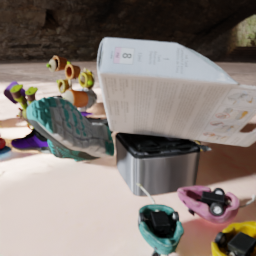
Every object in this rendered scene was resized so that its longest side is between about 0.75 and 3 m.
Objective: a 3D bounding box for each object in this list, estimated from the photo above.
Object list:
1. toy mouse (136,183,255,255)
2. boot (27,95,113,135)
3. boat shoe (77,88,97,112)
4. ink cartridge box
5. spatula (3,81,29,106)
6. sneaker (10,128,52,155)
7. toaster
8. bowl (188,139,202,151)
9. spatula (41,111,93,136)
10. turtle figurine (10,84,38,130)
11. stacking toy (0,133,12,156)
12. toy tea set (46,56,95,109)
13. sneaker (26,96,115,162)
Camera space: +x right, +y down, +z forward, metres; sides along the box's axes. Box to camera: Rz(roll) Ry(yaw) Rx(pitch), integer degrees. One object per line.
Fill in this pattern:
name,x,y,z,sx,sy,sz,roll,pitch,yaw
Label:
toy mouse,1.049,1.562,4.650,2.458,0.535,2.766,15,22,39
boot,-1.710,-0.420,9.114,2.468,0.854,2.148,-19,53,-42
boat shoe,-1.926,-1.430,13.342,0.936,1.054,2.865,-6,23,-6
ink cartridge box,1.039,-0.468,4.941,2.940,0.839,2.389,2,-21,2
spatula,-3.662,-0.840,10.404,2.553,0.262,0.722,36,71,20
sneaker,-2.795,0.294,8.359,1.564,0.778,0.544,5,18,15
toaster,0.684,0.711,6.521,1.627,1.068,1.799,-6,18,-18
bowl,1.122,-0.037,7.579,1.911,0.897,1.911,15,-18,5
spatula,-1.795,-0.168,8.340,0.544,0.198,1.927,14,33,34
turtle figurine,-3.352,-0.531,9.460,2.299,1.854,0.740,21,47,29
stacking toy,-4.029,-0.118,7.745,1.116,1.923,1.055,13,21,36
toy tea set,-2.039,-1.495,9.061,0.843,1.354,2.277,-9,35,-42
sneaker,-1.430,0.280,6.470,1.313,1.117,2.879,-21,-28,17
